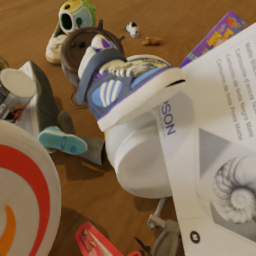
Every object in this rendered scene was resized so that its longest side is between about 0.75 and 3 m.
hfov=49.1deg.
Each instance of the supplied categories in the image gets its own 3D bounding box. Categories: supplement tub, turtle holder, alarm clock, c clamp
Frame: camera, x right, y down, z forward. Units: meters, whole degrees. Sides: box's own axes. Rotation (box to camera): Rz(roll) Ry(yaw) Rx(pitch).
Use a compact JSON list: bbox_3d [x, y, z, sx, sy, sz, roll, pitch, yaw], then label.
[{"bbox_3d":[0.454,-0.122,5.963,1.973,1.973,2.722,-5,40,-6],"label":"supplement tub"},{"bbox_3d":[-1.805,-3.980,9.845,1.237,1.628,1.156,30,38,12],"label":"turtle holder"},{"bbox_3d":[-1.132,-1.888,8.430,1.899,0.937,2.815,12,73,-2],"label":"alarm clock"},{"bbox_3d":[-2.565,-0.554,5.899,0.790,1.289,0.790,30,37,-26],"label":"supplement tub"},{"bbox_3d":[1.363,2.085,4.333,2.575,0.349,2.200,23,29,19],"label":"c clamp"}]

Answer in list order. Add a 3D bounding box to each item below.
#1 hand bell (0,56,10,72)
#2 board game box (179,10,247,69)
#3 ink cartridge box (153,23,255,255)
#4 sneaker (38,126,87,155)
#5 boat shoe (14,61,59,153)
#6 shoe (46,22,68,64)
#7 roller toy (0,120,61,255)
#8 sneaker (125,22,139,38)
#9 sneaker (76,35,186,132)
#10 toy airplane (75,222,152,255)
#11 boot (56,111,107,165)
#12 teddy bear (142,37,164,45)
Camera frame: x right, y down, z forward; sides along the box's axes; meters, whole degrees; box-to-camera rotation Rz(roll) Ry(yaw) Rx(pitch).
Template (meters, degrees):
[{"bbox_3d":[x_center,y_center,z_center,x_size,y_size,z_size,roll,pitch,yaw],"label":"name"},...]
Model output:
[{"bbox_3d":[-4.739,-1.831,8.908,2.099,1.093,1.093,15,40,40],"label":"hand bell"},{"bbox_3d":[2.020,-1.841,7.818,0.618,1.857,2.762,40,57,3],"label":"board game box"},{"bbox_3d":[1.505,0.145,3.276,0.520,2.560,2.555,6,66,-43],"label":"ink cartridge box"},{"bbox_3d":[-1.331,0.220,5.792,0.979,0.390,0.639,19,10,-16],"label":"sneaker"},{"bbox_3d":[-2.428,-0.497,7.091,0.955,1.097,2.978,-29,56,8],"label":"boat shoe"},{"bbox_3d":[-2.616,-3.372,10.803,1.001,0.764,2.864,-2,40,-3],"label":"shoe"},{"bbox_3d":[-2.505,1.138,3.771,2.045,2.670,2.927,7,74,38],"label":"roller toy"},{"bbox_3d":[0.205,-4.420,12.248,0.457,0.546,1.235,-15,41,-15],"label":"sneaker"},{"bbox_3d":[-0.152,-0.849,4.101,0.784,1.945,1.424,-19,84,-34],"label":"sneaker"},{"bbox_3d":[-0.401,2.391,3.997,1.965,0.361,1.965,-8,47,8],"label":"toy airplane"},{"bbox_3d":[-1.027,0.218,6.262,1.196,1.087,0.434,12,25,33],"label":"boot"},{"bbox_3d":[1.019,-3.592,11.446,0.877,0.293,0.636,1,38,0],"label":"teddy bear"}]
